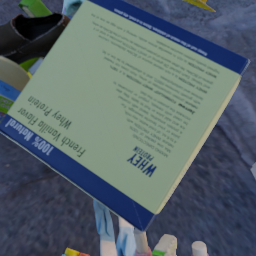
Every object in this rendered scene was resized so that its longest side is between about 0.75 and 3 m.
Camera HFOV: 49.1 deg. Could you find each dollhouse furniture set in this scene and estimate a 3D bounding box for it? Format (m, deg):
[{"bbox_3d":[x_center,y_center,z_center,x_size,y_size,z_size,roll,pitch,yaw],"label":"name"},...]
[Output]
[{"bbox_3d":[-2.716,-1.498,6.041,2.801,1.400,1.081,-47,42,-1],"label":"dollhouse furniture set"}]

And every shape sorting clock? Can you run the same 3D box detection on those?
[{"bbox_3d":[-3.163,-0.481,5.386,2.660,2.660,0.522,-20,68,-11],"label":"shape sorting clock"}]

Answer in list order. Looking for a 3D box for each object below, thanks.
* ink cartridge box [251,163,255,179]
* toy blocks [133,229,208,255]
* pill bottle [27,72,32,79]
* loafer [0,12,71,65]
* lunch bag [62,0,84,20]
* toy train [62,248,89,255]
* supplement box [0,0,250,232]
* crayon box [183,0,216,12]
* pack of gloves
[{"bbox_3d":[4.688,1.754,6.773,2.060,1.195,2.791,-15,63,-8],"label":"ink cartridge box"},{"bbox_3d":[0.432,2.057,3.417,1.235,1.040,1.154,-1,17,31],"label":"toy blocks"},{"bbox_3d":[-3.202,-0.839,8.216,2.253,1.262,1.262,-30,64,-16],"label":"pill bottle"},{"bbox_3d":[-2.075,-1.721,5.198,2.312,0.825,0.844,-16,68,-2],"label":"loafer"},{"bbox_3d":[-1.177,-3.445,8.726,1.810,2.968,2.529,2,59,1],"label":"lunch bag"},{"bbox_3d":[-1.645,3.595,6.109,2.081,0.579,1.563,-21,64,-8],"label":"toy train"},{"bbox_3d":[-0.022,-0.250,4.642,2.623,1.761,2.620,31,85,15],"label":"supplement box"},{"bbox_3d":[0.819,-3.831,6.824,1.832,0.733,2.886,6,31,-41],"label":"crayon box"},{"bbox_3d":[-0.290,1.968,5.138,0.304,1.296,1.543,-23,57,21],"label":"pack of gloves"}]
